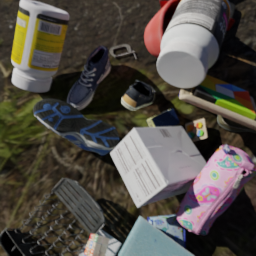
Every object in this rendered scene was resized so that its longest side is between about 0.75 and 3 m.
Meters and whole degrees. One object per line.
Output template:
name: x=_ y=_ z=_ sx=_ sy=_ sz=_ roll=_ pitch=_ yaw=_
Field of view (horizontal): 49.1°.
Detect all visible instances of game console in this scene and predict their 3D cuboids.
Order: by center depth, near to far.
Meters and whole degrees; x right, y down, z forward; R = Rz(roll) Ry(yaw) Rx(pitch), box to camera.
game console: x=2.901 y=-4.987 z=11.249 sx=2.884 sy=1.712 sz=2.486 roll=20 pitch=68 yaw=8

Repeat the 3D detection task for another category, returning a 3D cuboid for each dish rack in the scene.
dish rack: x=-2.087 y=2.915 z=7.999 sx=2.116 sy=0.753 sz=2.759 roll=42 pitch=91 yaw=19

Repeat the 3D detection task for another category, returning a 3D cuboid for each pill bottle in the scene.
pill bottle: x=1.978 y=-2.716 z=8.455 sx=1.719 sy=1.719 sz=2.954 roll=20 pitch=59 yaw=8
pill bottle: x=-3.103 y=-2.749 z=9.641 sx=1.593 sy=1.593 sz=2.788 roll=24 pitch=113 yaw=10

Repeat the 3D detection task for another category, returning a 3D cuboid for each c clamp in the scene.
c clamp: x=-0.225 y=-3.030 z=11.253 sx=0.987 sy=0.134 sz=0.844 roll=-11 pitch=65 yaw=-4

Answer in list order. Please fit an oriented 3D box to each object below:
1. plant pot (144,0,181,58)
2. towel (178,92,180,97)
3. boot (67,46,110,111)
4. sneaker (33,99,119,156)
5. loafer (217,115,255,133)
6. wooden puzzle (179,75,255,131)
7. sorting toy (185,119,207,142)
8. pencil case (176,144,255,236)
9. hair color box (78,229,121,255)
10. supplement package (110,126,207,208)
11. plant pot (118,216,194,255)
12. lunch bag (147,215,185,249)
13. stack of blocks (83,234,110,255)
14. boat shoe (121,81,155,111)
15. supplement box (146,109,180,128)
plant pot: x=1.705 y=-3.393 z=10.120 sx=2.267 sy=2.006 sz=2.267 roll=-3 pitch=98 yaw=-20
towel: x=2.777 y=-1.246 z=10.387 sx=1.612 sy=0.399 sz=1.190 roll=26 pitch=62 yaw=11
boot: x=-1.493 y=-1.843 z=10.211 sx=0.896 sy=1.113 sz=2.464 roll=25 pitch=69 yaw=10
sneaker: x=-1.781 y=0.077 z=9.122 sx=2.941 sy=1.133 sz=1.113 roll=29 pitch=55 yaw=1
loafer: x=4.189 y=-0.265 z=9.741 sx=2.087 sy=0.727 sz=0.785 roll=8 pitch=67 yaw=3
wooden puzzle: x=2.930 y=-1.022 z=8.832 sx=2.603 sy=0.524 sz=2.814 roll=22 pitch=28 yaw=1
sorting toy: x=2.331 y=0.092 z=9.683 sx=0.732 sy=0.144 sz=0.791 roll=-18 pitch=56 yaw=31
pencil case: x=2.265 y=1.640 z=7.325 sx=1.103 sy=1.103 sz=2.523 roll=36 pitch=114 yaw=14
hair color box: x=-1.021 y=3.882 z=8.059 sx=0.872 sy=0.534 sz=1.761 roll=31 pitch=69 yaw=12
supplement package: x=0.984 y=1.030 z=8.209 sx=2.303 sy=1.277 sz=1.794 roll=-1 pitch=53 yaw=-46
plant pot: x=0.541 y=3.921 z=7.188 sx=2.178 sy=2.172 sz=2.218 roll=34 pitch=73 yaw=14
lunch bag: x=1.112 y=3.178 z=8.133 sx=0.993 sy=0.744 sz=1.168 roll=-3 pitch=81 yaw=-7
stack of blocks: x=-0.838 y=3.267 z=6.835 sx=0.354 sy=0.696 sz=1.209 roll=27 pitch=64 yaw=-21
boat shoe: x=0.466 y=-1.159 z=9.248 sx=0.814 sy=0.679 sz=2.183 roll=36 pitch=27 yaw=9
supplement box: x=1.176 y=-0.212 z=9.589 sx=0.829 sy=0.829 sz=0.557 roll=-25 pitch=92 yaw=-10
